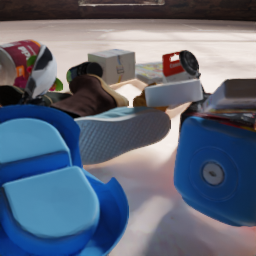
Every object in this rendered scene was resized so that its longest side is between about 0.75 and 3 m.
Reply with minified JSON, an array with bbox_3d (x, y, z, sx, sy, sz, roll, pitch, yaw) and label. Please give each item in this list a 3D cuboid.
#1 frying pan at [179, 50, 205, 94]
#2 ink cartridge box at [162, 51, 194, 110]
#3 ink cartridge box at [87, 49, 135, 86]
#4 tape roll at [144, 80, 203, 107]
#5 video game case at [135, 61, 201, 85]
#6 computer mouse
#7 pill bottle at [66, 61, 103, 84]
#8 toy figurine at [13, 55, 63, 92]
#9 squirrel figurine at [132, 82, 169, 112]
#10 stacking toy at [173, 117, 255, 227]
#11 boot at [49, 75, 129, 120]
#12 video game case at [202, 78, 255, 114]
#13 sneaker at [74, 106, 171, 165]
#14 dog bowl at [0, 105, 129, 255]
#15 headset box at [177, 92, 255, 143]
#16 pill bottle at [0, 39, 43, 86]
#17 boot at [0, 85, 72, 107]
[{"bbox_3d":[1.574,-1.397,6.839,0.707,1.169,0.190,-8,-13,-44],"label":"frying pan"},{"bbox_3d":[1.499,-1.426,8.219,0.438,1.536,1.249,22,33,39],"label":"ink cartridge box"},{"bbox_3d":[-0.627,-2.329,10.659,1.504,1.088,1.107,-22,33,-38],"label":"ink cartridge box"},{"bbox_3d":[1.036,-0.801,6.431,1.297,0.454,1.297,-10,9,1],"label":"tape roll"},{"bbox_3d":[1.273,-2.337,11.616,2.342,0.295,2.573,-11,28,-22],"label":"video game case"},{"bbox_3d":[-2.077,-0.986,6.579,0.588,1.471,2.682,19,46,-20],"label":"computer mouse"},{"bbox_3d":[-1.449,-1.773,9.357,0.797,0.797,1.424,-18,11,-34],"label":"pill bottle"},{"bbox_3d":[-2.989,-1.357,8.934,1.103,1.469,1.352,-25,27,43],"label":"toy figurine"},{"bbox_3d":[0.630,-0.657,7.783,1.039,0.735,0.970,-19,39,-9],"label":"squirrel figurine"},{"bbox_3d":[2.012,0.488,4.750,1.454,1.375,2.505,19,20,40],"label":"stacking toy"},{"bbox_3d":[-1.359,-0.836,7.664,2.362,0.854,1.964,25,29,33],"label":"boot"},{"bbox_3d":[2.281,-0.402,4.233,2.044,0.257,2.854,0,-1,10],"label":"video game case"},{"bbox_3d":[-0.459,0.103,5.850,2.581,0.954,1.058,-8,13,-18],"label":"sneaker"},{"bbox_3d":[-1.192,0.738,3.706,1.636,0.728,2.936,-11,39,-31],"label":"dog bowl"},{"bbox_3d":[2.099,-0.119,6.346,1.484,0.770,1.994,13,29,25],"label":"headset box"},{"bbox_3d":[-4.104,-2.167,9.789,1.539,1.539,2.696,10,27,21],"label":"pill bottle"},{"bbox_3d":[-2.645,-0.831,8.133,1.977,0.766,1.367,20,22,22],"label":"boot"}]
